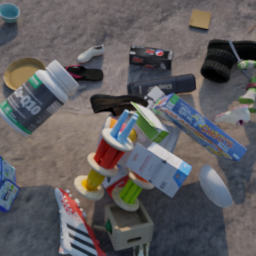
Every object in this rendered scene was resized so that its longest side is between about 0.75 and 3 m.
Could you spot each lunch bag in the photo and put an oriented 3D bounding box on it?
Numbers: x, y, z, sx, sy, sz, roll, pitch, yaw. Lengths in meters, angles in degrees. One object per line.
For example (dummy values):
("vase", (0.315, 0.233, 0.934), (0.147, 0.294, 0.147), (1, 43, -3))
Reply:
("lunch bag", (-4.328, 1.918, 9.367), (1.007, 1.343, 1.580), (-11, 63, -5))

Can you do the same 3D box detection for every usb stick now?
("usb stick", (1.389, -1.666, 11.535), (2.849, 0.790, 0.465), (-9, 22, -2))

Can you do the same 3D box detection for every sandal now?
("sandal", (-2.166, -2.394, 12.052), (2.203, 0.497, 0.828), (-1, 63, 0))

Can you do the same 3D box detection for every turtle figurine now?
("turtle figurine", (4.828, -1.927, 11.247), (2.442, 1.758, 2.368), (18, 75, 14))

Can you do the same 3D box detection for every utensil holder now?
("utensil holder", (0.374, 0.547, 9.719), (2.363, 2.008, 2.008), (21, 65, 12))

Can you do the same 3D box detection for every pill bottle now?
("pill bottle", (-2.976, -1.020, 9.477), (2.483, 1.404, 1.404), (-44, 70, -3))

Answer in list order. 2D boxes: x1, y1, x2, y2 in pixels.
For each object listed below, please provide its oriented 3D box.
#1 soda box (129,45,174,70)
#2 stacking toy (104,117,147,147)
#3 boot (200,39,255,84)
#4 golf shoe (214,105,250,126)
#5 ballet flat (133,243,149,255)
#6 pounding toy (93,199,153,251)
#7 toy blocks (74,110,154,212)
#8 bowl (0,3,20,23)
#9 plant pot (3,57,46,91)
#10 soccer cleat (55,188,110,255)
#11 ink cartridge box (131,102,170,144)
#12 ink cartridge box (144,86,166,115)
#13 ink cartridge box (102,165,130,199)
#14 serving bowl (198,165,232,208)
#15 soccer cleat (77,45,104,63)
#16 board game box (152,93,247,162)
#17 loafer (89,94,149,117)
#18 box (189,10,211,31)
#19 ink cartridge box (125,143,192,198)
("soda box", (0.998, -3.096, 12.312), (1.903, 0.673, 0.603), (10, 61, 6))
("stacking toy", (-0.090, 0.245, 8.535), (1.328, 0.970, 0.970), (10, 63, -1))
("boot", (4.474, -2.771, 11.940), (2.593, 0.976, 1.939), (8, 56, 16))
("golf shoe", (3.869, -0.337, 10.494), (0.571, 1.515, 0.693), (-18, 84, -32))
("ballet flat", (0.415, 3.802, 8.872), (0.595, 0.503, 1.573), (-3, 62, 1))
("pounding toy", (-0.210, 3.085, 8.816), (1.510, 1.073, 1.390), (-6, 28, -19))
("toy blocks", (0.020, 0.970, 8.112), (2.273, 2.727, 0.990), (22, 22, -22))
("bowl", (-5.759, -5.475, 13.555), (0.973, 0.509, 0.973), (7, 65, -16))
("plant pot", (-4.438, -2.287, 12.145), (1.811, 0.249, 1.811), (0, 63, 1))
("soccer cleat", (-1.773, 3.289, 8.875), (1.273, 1.026, 2.989), (-30, 71, -19))
("ink cartridge box", (0.507, -0.132, 8.164), (0.522, 1.379, 1.019), (-46, 64, 14))
("ink cartridge box", (0.928, -0.923, 10.856), (1.166, 0.846, 0.488), (-45, 64, 7))
("ink cartridge box", (-0.401, 1.872, 10.017), (1.030, 0.230, 0.907), (-31, 66, -15))
("serving bowl", (2.571, 1.845, 8.578), (0.464, 1.410, 1.410), (-30, 66, -2))
("soccer cleat", (-1.687, -3.352, 12.535), (1.336, 0.518, 0.463), (-27, 66, -12))
("board game box", (2.207, -0.016, 9.177), (2.843, 1.924, 0.490), (37, 87, -4))
("loafer", (-0.290, -0.654, 9.129), (1.929, 0.704, 0.688), (1, 70, -3))
("box", (3.548, -5.312, 13.763), (0.940, 0.122, 1.150), (15, 63, 7))
("ink cartridge box", (0.801, 1.038, 7.560), (1.537, 0.891, 0.521), (33, 30, 11))
